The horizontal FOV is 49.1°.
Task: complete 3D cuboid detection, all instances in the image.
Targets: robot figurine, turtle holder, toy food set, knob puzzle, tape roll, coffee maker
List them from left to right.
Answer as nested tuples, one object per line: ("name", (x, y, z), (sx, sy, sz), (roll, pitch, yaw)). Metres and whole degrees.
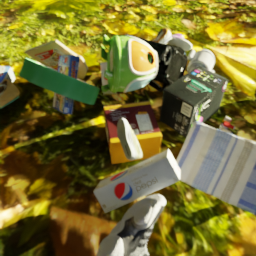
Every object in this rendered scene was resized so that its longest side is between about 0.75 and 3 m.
("tape roll", (-2.482, -1.696, 10.333), (2.860, 0.687, 2.860), (22, 7, -3))
("knob puzzle", (-2.684, -2.788, 11.637), (2.611, 2.611, 0.362), (10, 72, 9))
("turtle holder", (-0.027, -2.066, 10.097), (1.855, 2.613, 1.985), (-1, 56, -10))
("coffee maker", (0.853, -2.911, 11.442), (2.586, 2.484, 1.742), (23, 73, 27))
("robot figurine", (3.222, -2.796, 12.368), (1.487, 0.990, 1.754), (45, 51, -13))
("toy food set", (3.603, 0.007, 10.144), (0.451, 0.478, 1.002), (26, 51, 8))

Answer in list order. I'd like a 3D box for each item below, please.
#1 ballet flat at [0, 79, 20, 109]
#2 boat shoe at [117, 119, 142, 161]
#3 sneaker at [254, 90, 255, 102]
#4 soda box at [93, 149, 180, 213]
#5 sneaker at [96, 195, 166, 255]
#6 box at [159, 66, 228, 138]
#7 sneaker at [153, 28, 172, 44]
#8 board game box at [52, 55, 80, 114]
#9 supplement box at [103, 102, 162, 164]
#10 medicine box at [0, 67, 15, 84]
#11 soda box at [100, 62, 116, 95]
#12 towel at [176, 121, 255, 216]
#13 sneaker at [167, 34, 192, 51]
("ballet flat", (-5.393, -0.827, 10.545), (1.003, 0.921, 2.922), (4, 42, 31))
("boat shoe", (0.023, 0.351, 8.330), (0.430, 0.499, 1.387), (6, 55, -36))
("sneaker", (5.570, -0.672, 10.502), (1.154, 0.848, 2.551), (4, 45, 7))
("soda box", (0.242, 1.459, 7.692), (2.301, 0.732, 0.784), (-28, 5, 15))
("sneaker", (0.316, 2.748, 6.949), (2.180, 1.240, 0.823), (-43, 20, -17))
("box", (2.380, -0.998, 10.267), (1.325, 1.584, 2.132), (36, 54, 28))
("sneaker", (1.451, -3.963, 13.519), (1.666, 0.734, 0.627), (-43, 56, 15))
("board game box", (-2.328, -1.628, 10.356), (0.355, 2.059, 1.394), (5, 10, -31))
("supplement box", (0.097, 0.131, 9.565), (1.653, 1.113, 1.676), (-8, 48, -7))
("medicine box", (-5.705, -2.021, 11.883), (1.290, 0.664, 1.175), (3, 47, 3))
("soda box", (-0.864, -2.144, 12.087), (0.569, 0.532, 1.672), (-5, 47, -5))
("towel", (2.837, 1.076, 8.413), (2.766, 0.329, 2.032), (23, 81, 30))
("sneaker", (2.763, -4.443, 14.253), (1.443, 0.523, 0.823), (34, 52, 27))
